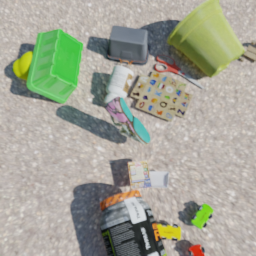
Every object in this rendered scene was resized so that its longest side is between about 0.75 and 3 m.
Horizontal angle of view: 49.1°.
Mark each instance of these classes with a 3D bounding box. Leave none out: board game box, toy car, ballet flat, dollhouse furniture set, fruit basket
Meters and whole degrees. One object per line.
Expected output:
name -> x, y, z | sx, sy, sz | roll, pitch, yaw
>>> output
board game box -> 0.409, 1.718, 10.215 | 0.755, 0.231, 0.996 | -6, 75, -2
toy car -> 2.289, 3.619, 9.898 | 2.194, 0.489, 2.065 | 37, 73, 13
ballet flat -> -0.061, -0.163, 9.896 | 0.828, 2.327, 0.804 | -19, 42, 23
dollhouse furniture set -> 5.926, -3.327, 12.779 | 1.118, 0.640, 1.311 | 33, 96, 13
fruit basket -> -3.432, -2.524, 11.838 | 2.956, 2.132, 2.956 | -22, 57, 39

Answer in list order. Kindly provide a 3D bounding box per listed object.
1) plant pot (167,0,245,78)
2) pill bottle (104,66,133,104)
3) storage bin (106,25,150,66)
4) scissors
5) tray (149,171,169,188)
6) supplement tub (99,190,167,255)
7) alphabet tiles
plant pot -> 3.440, -3.558, 11.831 | 2.656, 2.656, 2.442 | -35, 84, -13
pill bottle -> -0.422, -1.670, 11.530 | 0.889, 0.889, 1.554 | 19, 86, 7
storage bin -> -0.026, -3.611, 12.303 | 1.938, 1.302, 1.411 | 10, 69, 5
scissors -> 2.357, -2.532, 12.470 | 2.532, 0.176, 0.926 | 23, 68, 10
tray -> 0.952, 1.952, 10.511 | 1.191, 0.132, 0.639 | -3, 59, 23
supplement tub -> 0.156, 3.695, 9.135 | 1.836, 1.836, 2.997 | -17, 70, -7
alphabet tiles -> 1.444, -1.387, 11.978 | 2.447, 0.077, 2.036 | 23, 67, 5
